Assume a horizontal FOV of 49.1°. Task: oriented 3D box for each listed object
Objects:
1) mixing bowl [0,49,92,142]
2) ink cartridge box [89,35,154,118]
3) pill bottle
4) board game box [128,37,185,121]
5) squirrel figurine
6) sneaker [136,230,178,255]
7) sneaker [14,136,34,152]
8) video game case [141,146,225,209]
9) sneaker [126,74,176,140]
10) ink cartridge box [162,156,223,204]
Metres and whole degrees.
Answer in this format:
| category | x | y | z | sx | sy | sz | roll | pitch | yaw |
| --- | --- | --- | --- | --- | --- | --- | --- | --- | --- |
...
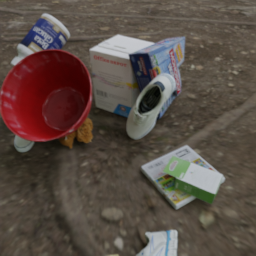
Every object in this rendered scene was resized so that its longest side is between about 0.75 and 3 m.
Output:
| category | x | y | z | sx | sy | sz | roll | pitch | yaw |
| --- | --- | --- | --- | --- | --- | --- | --- | --- | --- |
| mixing bowl | -2.335 | -0.813 | 8.926 | 2.898 | 1.569 | 2.898 | -3 | 75 | 10 |
| ink cartridge box | -0.152 | -2.043 | 11.043 | 1.854 | 2.518 | 1.821 | 21 | 43 | 26 |
| pill bottle | -3.252 | -2.929 | 10.274 | 1.223 | 1.223 | 2.202 | 30 | 81 | 31 |
| board game box | 1.373 | -2.104 | 10.368 | 0.840 | 2.723 | 2.721 | 7 | 43 | 35 |
| squirrel figurine | -1.819 | 0.139 | 9.662 | 1.196 | 0.846 | 1.116 | 10 | 54 | 14 |
| sneaker | 0.555 | 3.245 | 6.116 | 0.978 | 0.846 | 2.257 | 2 | 30 | 12 |
| sneaker | -3.713 | 0.068 | 10.000 | 0.683 | 0.662 | 1.870 | -6 | 40 | -8 |
| video game case | 1.666 | 1.438 | 8.685 | 1.927 | 0.221 | 1.753 | -21 | 44 | -25 |
| sneaker | 0.497 | -0.589 | 9.113 | 0.998 | 2.732 | 0.967 | 40 | 39 | 16 |
| ink cartridge box | 1.832 | 1.467 | 8.099 | 1.559 | 0.462 | 0.809 | 21 | 43 | 22 |
